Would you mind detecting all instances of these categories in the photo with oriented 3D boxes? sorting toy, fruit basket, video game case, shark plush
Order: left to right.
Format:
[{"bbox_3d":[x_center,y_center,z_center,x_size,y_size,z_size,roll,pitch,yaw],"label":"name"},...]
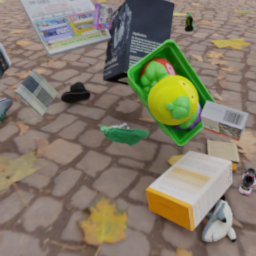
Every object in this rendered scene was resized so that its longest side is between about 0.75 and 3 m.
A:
[{"bbox_3d":[-2.378,-4.164,10.963,2.724,0.300,2.479,-25,81,-28],"label":"video game case"},{"bbox_3d":[1.395,-0.998,8.428,2.238,3.102,3.102,-39,47,-14],"label":"fruit basket"},{"bbox_3d":[2.488,2.387,7.964,0.764,0.833,1.835,-20,32,27],"label":"shark plush"},{"bbox_3d":[3.465,1.009,10.248,1.130,0.203,1.516,10,36,7],"label":"sorting toy"}]

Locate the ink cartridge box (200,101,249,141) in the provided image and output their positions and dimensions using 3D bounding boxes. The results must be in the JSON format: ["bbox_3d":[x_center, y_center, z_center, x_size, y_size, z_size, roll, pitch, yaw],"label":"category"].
[{"bbox_3d":[2.419,-0.067,7.092,0.969,1.778,0.448,22,82,22],"label":"ink cartridge box"}]

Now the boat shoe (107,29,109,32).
[{"bbox_3d":[-0.516,-4.401,13.821,0.659,1.849,0.597,-33,8,9],"label":"boat shoe"}]

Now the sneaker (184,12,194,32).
[{"bbox_3d":[2.611,-4.471,11.897,0.389,0.996,0.424,3,66,7],"label":"sneaker"}]

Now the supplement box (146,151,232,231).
[{"bbox_3d":[1.870,1.742,8.341,1.500,0.875,2.380,14,35,43],"label":"supplement box"}]

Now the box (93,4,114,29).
[{"bbox_3d":[-0.898,-4.055,10.228,0.235,0.821,1.201,15,23,15],"label":"box"}]

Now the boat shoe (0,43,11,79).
[{"bbox_3d":[-3.980,-2.046,8.259,0.549,1.551,0.704,17,70,8],"label":"boat shoe"}]

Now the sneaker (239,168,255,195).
[{"bbox_3d":[3.949,1.646,9.060,0.462,0.497,1.150,17,38,21],"label":"sneaker"}]

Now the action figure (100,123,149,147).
[{"bbox_3d":[-0.202,0.167,8.416,1.523,0.899,0.416,13,43,-41],"label":"action figure"}]

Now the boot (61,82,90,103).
[{"bbox_3d":[-2.715,-1.755,13.759,1.513,0.569,1.131,-10,42,-31],"label":"boot"}]

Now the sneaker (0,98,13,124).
[{"bbox_3d":[-5.544,-0.453,11.960,0.899,0.764,2.053,26,53,17],"label":"sneaker"}]

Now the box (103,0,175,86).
[{"bbox_3d":[0.283,-3.325,11.282,1.730,2.946,2.897,8,0,-20],"label":"box"}]

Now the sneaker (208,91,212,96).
[{"bbox_3d":[3.967,-1.757,14.040,0.312,0.289,0.774,-11,36,-16],"label":"sneaker"}]

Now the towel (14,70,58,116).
[{"bbox_3d":[-2.622,-0.995,8.067,0.179,1.039,1.000,-11,42,40],"label":"towel"}]
